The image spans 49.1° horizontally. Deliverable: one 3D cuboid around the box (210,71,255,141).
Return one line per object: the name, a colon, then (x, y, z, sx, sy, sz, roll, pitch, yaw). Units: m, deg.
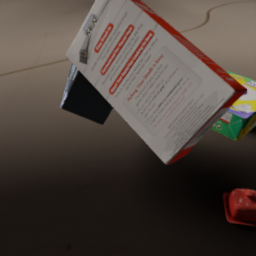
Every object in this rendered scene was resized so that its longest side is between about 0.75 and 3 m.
box: (2.600, -0.694, 6.835, 1.562, 0.644, 2.663, 30, 37, 31)

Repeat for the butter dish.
butter dish: (2.683, 1.683, 6.326, 0.885, 0.656, 0.887, 7, 35, 8)

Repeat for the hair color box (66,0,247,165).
hair color box: (0.231, -0.655, 3.242, 1.904, 1.056, 0.609, 47, 29, 17)

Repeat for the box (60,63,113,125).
box: (-0.843, -1.595, 7.798, 1.274, 1.765, 2.379, 22, 34, -20)
